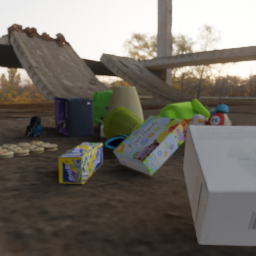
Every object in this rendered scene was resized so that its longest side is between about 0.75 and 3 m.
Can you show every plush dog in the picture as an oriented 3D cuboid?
[{"bbox_3d":[4.393,-0.276,13.612,1.833,1.470,1.574,14,-14,37],"label":"plush dog"}]

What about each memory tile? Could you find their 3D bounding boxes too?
[{"bbox_3d":[-3.697,0.721,9.763,2.087,0.175,1.599,-6,10,-42],"label":"memory tile"}]

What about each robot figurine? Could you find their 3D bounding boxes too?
[{"bbox_3d":[2.422,-0.349,12.331,2.614,1.512,2.294,-11,-12,-38],"label":"robot figurine"}]

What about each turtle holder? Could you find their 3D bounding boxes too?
[{"bbox_3d":[-1.300,-0.957,16.173,2.772,2.106,1.969,-26,-5,9],"label":"turtle holder"}]

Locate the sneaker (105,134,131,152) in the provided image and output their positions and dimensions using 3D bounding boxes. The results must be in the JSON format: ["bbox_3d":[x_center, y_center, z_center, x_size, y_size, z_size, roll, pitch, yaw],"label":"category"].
[{"bbox_3d":[0.160,0.519,9.061,1.884,0.690,0.772,-9,-8,13],"label":"sneaker"}]

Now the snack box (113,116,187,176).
[{"bbox_3d":[0.619,0.412,7.638,1.657,0.561,1.397,-41,27,-22],"label":"snack box"}]

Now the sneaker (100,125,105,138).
[{"bbox_3d":[-0.726,0.153,12.018,0.840,0.549,1.461,-3,-4,1],"label":"sneaker"}]

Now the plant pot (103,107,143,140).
[{"bbox_3d":[0.045,0.107,10.437,1.477,1.477,1.422,-5,20,-35],"label":"plant pot"}]

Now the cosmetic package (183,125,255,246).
[{"bbox_3d":[1.805,0.783,4.256,1.680,1.036,1.685,1,30,3],"label":"cosmetic package"}]

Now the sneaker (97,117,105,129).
[{"bbox_3d":[-1.035,-0.126,14.723,1.441,0.583,0.532,18,27,-42],"label":"sneaker"}]

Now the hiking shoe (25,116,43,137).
[{"bbox_3d":[-3.950,-0.066,12.130,0.647,0.556,1.493,11,-29,-30],"label":"hiking shoe"}]

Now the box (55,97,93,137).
[{"bbox_3d":[-2.672,-0.602,13.633,1.236,1.754,2.370,-4,8,-28],"label":"box"}]

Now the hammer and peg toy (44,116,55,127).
[{"bbox_3d":[-3.624,-0.558,16.104,2.602,0.917,1.914,-2,7,-32],"label":"hammer and peg toy"}]

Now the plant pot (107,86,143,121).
[{"bbox_3d":[-0.174,-0.962,13.611,1.952,2.084,1.952,-1,9,0],"label":"plant pot"}]

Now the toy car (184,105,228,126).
[{"bbox_3d":[2.757,-0.154,10.224,1.430,1.319,1.265,11,-16,1],"label":"toy car"}]

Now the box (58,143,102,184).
[{"bbox_3d":[-1.143,0.837,7.106,0.585,0.637,1.819,1,8,10],"label":"box"}]

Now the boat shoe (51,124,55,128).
[{"bbox_3d":[-4.009,-0.254,16.093,0.371,0.428,1.003,7,11,44],"label":"boat shoe"}]
